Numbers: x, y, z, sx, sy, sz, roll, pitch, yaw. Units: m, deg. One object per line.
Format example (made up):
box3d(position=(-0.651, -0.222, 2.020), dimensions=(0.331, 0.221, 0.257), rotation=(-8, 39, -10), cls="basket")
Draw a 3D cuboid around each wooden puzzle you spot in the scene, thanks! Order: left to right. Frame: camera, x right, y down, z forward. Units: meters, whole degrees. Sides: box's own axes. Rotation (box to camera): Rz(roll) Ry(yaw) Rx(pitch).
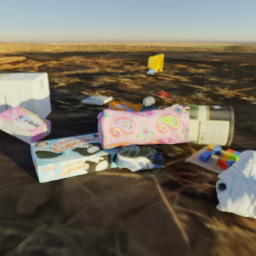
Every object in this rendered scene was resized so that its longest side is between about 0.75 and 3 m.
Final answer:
box3d(position=(2.318, 0.767, 7.223), dimensions=(1.307, 0.303, 1.211), rotation=(16, 25, 38), cls="wooden puzzle")

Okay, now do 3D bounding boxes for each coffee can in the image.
box3d(position=(2.198, -0.086, 8.326), dimensions=(1.592, 1.165, 1.165), rotation=(3, 20, 10), cls="coffee can")

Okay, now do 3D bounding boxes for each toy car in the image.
box3d(position=(0.016, -1.264, 9.528), dimensions=(1.447, 2.951, 0.982), rotation=(29, 27, 22), cls="toy car")

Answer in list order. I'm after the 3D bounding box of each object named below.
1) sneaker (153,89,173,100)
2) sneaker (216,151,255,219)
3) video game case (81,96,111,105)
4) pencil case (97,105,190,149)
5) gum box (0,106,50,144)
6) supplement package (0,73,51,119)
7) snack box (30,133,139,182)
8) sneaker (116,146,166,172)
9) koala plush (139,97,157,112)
box3d(position=(1.679, -1.575, 13.543), dimensions=(1.008, 0.356, 0.493), rotation=(19, -10, 7), cls="sneaker")
box3d(position=(2.282, 1.031, 5.806), dimensions=(0.856, 0.751, 2.135), rotation=(-1, 18, 22), cls="sneaker")
box3d(position=(-1.505, -1.336, 13.470), dimensions=(1.035, 0.125, 1.135), rotation=(8, 21, 22), cls="video game case")
box3d(position=(0.411, -0.028, 7.036), dimensions=(2.336, 1.021, 1.021), rotation=(-5, 20, -10), cls="pencil case")
box3d(position=(-3.265, -0.119, 8.701), dimensions=(1.463, 0.484, 0.830), rotation=(24, 34, 17), cls="gum box")
box3d(position=(-4.682, -1.132, 10.586), dimensions=(2.983, 1.634, 1.697), rotation=(-1, 19, -1), cls="supplement package")
box3d(position=(-1.153, 0.649, 7.312), dimensions=(2.500, 0.464, 1.453), rotation=(-9, 21, -23), cls="snack box")
box3d(position=(0.312, 0.791, 6.843), dimensions=(1.325, 0.510, 0.502), rotation=(12, 35, -20), cls="sneaker")
box3d(position=(0.648, -0.195, 8.706), dimensions=(1.091, 1.131, 1.230), rotation=(37, 19, 0), cls="koala plush")
